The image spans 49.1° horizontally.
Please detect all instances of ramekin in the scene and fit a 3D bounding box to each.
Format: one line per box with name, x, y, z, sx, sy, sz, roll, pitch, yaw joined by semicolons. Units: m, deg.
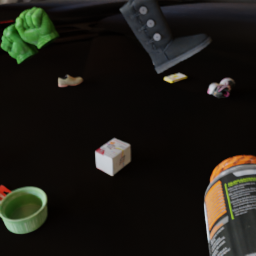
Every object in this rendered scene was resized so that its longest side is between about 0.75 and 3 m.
ramekin;-2.242;1.803;6.095;0.984;0.480;0.984;0;30;0

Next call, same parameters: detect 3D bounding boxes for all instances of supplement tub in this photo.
supplement tub;2.253;1.830;4.820;1.732;1.732;2.827;5;31;8

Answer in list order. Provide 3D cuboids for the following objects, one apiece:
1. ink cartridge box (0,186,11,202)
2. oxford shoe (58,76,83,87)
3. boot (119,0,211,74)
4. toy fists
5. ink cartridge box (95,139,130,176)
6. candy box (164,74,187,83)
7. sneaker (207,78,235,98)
ink cartridge box;-3.170;1.680;6.577;0.715;0.221;0.881;20;39;30
oxford shoe;-2.658;-2.215;12.989;1.177;0.435;0.417;-18;35;-28
boot;0.889;-2.442;6.618;1.514;1.836;0.603;-28;14;16
toy fists;-2.778;-2.510;7.635;1.896;0.966;0.652;-19;19;38
ink cartridge box;-0.402;0.786;7.720;0.596;0.593;0.820;21;36;31
candy box;2.310;-2.428;13.646;1.037;0.137;0.530;-20;39;-30
sneaker;4.081;-1.584;11.923;1.578;0.634;0.681;-23;56;-30
